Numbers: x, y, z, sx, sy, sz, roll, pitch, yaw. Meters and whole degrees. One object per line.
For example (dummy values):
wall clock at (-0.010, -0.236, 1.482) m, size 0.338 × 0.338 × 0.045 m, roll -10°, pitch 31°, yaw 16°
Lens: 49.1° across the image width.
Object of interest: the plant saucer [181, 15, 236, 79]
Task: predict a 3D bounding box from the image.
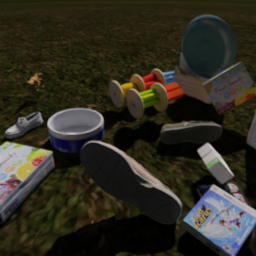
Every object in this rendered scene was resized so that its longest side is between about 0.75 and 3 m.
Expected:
plant saucer at (3.236, -3.314, 11.804) m, size 0.367 × 2.678 × 2.678 m, roll -28°, pitch 40°, yaw -32°

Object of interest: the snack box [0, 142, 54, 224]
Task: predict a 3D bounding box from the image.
snack box at (-3.106, 1.243, 7.026) m, size 1.545 × 0.576 × 2.173 m, roll 9°, pitch 31°, yaw 16°

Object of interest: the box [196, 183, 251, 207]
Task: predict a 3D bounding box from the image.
box at (2.248, 1.678, 6.686) m, size 1.006 × 0.223 × 0.806 m, roll -3°, pitch 30°, yaw -5°

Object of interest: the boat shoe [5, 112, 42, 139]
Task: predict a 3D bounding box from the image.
boat shoe at (-3.589, -0.142, 9.561) m, size 0.524 × 0.476 × 1.425 m, roll 18°, pitch 35°, yaw 28°

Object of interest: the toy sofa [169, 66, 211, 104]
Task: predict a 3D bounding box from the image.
toy sofa at (2.919, -1.730, 11.909) m, size 2.349 × 1.146 × 0.973 m, roll 26°, pitch 6°, yaw 38°

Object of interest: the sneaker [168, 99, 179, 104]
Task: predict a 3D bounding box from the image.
sneaker at (1.826, -1.313, 11.756) m, size 0.590 × 0.386 × 1.021 m, roll -2°, pitch 40°, yaw -13°

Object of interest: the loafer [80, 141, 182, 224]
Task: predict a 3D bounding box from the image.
loafer at (0.057, 1.183, 6.330) m, size 2.560 × 0.920 × 0.805 m, roll 36°, pitch 10°, yaw 4°

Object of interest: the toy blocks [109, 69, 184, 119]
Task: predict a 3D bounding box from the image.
toy blocks at (1.078, -1.471, 10.678) m, size 2.924 × 1.062 × 2.437 m, roll -20°, pitch 30°, yaw -24°

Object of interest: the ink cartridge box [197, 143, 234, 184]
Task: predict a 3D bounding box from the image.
ink cartridge box at (2.210, 0.894, 7.158) m, size 0.376 × 0.651 × 0.895 m, roll -40°, pitch 24°, yaw 15°

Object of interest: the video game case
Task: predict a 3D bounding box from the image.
video game case at (1.950, 1.940, 5.874) m, size 1.142 × 0.286 × 1.260 m, roll 30°, pitch 49°, yaw 31°

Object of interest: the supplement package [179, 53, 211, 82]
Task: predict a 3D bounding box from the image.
supplement package at (3.746, -3.102, 13.790) m, size 2.294 × 1.346 × 1.341 m, roll -24°, pitch 38°, yaw -35°

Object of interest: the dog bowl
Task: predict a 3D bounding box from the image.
dog bowl at (-1.661, 0.057, 9.011) m, size 1.742 × 0.686 × 1.742 m, roll 0°, pitch 30°, yaw 0°

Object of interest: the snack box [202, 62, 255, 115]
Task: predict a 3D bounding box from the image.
snack box at (3.508, -1.347, 9.687) m, size 1.479 × 1.248 × 0.501 m, roll -30°, pitch 0°, yaw 16°

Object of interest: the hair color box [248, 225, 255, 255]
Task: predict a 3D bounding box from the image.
hair color box at (2.892, 2.398, 4.488) m, size 0.687 × 1.192 × 2.149 m, roll -4°, pitch 30°, yaw -7°

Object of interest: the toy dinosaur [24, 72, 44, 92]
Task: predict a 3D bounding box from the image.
toy dinosaur at (-3.905, -1.876, 11.526) m, size 0.438 × 0.770 × 1.449 m, roll -25°, pitch 21°, yaw 14°

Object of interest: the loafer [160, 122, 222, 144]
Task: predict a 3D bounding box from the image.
loafer at (1.979, 0.050, 8.960) m, size 1.993 × 0.750 × 0.694 m, roll -1°, pitch 35°, yaw -2°

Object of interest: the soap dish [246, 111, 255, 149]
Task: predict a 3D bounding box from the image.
soap dish at (4.765, 0.064, 7.673) m, size 1.049 × 2.033 × 2.583 m, roll -15°, pitch 33°, yaw -34°
